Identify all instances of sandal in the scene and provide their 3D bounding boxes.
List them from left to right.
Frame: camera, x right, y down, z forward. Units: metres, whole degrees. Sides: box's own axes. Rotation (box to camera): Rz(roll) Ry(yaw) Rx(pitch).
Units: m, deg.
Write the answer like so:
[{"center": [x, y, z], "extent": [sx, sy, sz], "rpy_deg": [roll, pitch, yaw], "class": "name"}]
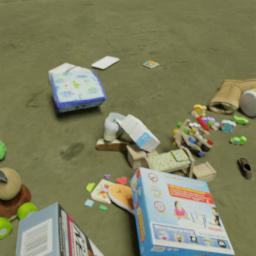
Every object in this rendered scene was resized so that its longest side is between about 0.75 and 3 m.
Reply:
[{"center": [0.418, 2.028, 7.694], "extent": [2.292, 0.657, 0.878], "rpy_deg": [21, 38, 22], "class": "sandal"}]

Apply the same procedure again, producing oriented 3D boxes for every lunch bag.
[{"center": [-2.214, -1.512, 12.136], "extent": [2.029, 1.521, 2.386], "rpy_deg": [-12, 27, -17], "class": "lunch bag"}]

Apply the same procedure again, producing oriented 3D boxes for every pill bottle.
[{"center": [5.927, -1.256, 12.101], "extent": [1.978, 1.115, 1.115], "rpy_deg": [-17, 38, -22], "class": "pill bottle"}]

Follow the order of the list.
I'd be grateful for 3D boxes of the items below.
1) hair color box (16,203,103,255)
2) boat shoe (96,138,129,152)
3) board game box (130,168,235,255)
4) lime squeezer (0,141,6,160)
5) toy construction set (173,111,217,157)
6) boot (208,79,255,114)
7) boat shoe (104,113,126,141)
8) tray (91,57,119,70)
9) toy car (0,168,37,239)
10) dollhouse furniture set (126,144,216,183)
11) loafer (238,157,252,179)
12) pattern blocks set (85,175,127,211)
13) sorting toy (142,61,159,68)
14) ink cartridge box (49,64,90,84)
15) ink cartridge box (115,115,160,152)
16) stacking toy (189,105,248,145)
[{"center": [-0.885, 2.696, 4.946], "extent": [0.792, 2.611, 1.293], "rpy_deg": [-26, 33, 0], "class": "hair color box"}, {"center": [-0.533, 0.557, 10.076], "extent": [1.215, 0.448, 0.420], "rpy_deg": [2, 39, 3], "class": "boat shoe"}, {"center": [1.217, 2.123, 6.858], "extent": [2.130, 0.595, 2.086], "rpy_deg": [16, 35, -19], "class": "board game box"}, {"center": [-4.729, 0.808, 9.775], "extent": [0.967, 0.517, 2.739], "rpy_deg": [-28, 33, 4], "class": "lime squeezer"}, {"center": [2.008, 0.133, 9.320], "extent": [1.518, 1.820, 1.399], "rpy_deg": [-15, 53, -26], "class": "toy construction set"}, {"center": [4.978, -1.384, 12.638], "extent": [2.140, 0.808, 2.444], "rpy_deg": [4, 32, 29], "class": "boot"}, {"center": [-0.515, -0.073, 10.547], "extent": [0.798, 0.688, 2.217], "rpy_deg": [23, 14, 8], "class": "boat shoe"}, {"center": [-1.335, -3.829, 16.636], "extent": [0.905, 0.187, 1.686], "rpy_deg": [19, 39, 24], "class": "tray"}, {"center": [-3.379, 1.612, 7.333], "extent": [1.444, 1.830, 1.503], "rpy_deg": [-27, 43, -33], "class": "toy car"}, {"center": [1.332, 0.846, 8.946], "extent": [2.252, 1.252, 1.992], "rpy_deg": [-12, 37, -17], "class": "dollhouse furniture set"}, {"center": [3.878, 1.257, 9.172], "extent": [0.335, 0.326, 0.919], "rpy_deg": [0, 35, 0], "class": "loafer"}, {"center": [-0.685, 1.904, 8.431], "extent": [1.197, 0.110, 1.362], "rpy_deg": [6, 36, 9], "class": "pattern blocks set"}, {"center": [1.334, -3.779, 16.601], "extent": [0.777, 0.142, 0.720], "rpy_deg": [-28, 44, -35], "class": "sorting toy"}, {"center": [-2.892, -2.543, 14.254], "extent": [1.846, 0.777, 1.334], "rpy_deg": [20, 40, 26], "class": "ink cartridge box"}, {"center": [0.309, 0.092, 9.477], "extent": [1.477, 0.492, 0.855], "rpy_deg": [49, 11, 29], "class": "ink cartridge box"}, {"center": [3.550, -0.163, 11.063], "extent": [2.231, 0.524, 1.682], "rpy_deg": [13, 37, 17], "class": "stacking toy"}]
